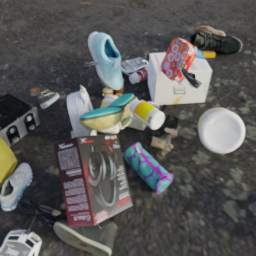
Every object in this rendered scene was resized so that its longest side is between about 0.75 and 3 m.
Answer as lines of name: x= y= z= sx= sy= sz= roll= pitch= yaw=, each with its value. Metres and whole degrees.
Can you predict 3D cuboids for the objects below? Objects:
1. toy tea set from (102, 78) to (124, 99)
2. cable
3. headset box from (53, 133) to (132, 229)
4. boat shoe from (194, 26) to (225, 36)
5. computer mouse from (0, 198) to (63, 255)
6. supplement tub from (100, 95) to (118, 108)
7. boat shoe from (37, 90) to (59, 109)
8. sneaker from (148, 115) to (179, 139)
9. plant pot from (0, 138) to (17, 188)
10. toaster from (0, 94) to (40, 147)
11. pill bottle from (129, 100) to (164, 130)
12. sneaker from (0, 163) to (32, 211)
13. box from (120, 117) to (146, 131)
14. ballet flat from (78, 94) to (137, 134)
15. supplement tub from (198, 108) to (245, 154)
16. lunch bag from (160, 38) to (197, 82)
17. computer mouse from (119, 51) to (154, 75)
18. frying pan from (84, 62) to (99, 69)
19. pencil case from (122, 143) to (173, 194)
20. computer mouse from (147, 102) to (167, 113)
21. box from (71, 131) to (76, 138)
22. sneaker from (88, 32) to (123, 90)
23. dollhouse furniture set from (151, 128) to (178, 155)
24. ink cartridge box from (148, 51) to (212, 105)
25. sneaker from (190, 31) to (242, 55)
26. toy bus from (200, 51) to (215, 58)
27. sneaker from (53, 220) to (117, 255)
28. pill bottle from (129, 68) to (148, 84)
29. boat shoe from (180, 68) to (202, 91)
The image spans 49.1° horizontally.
toy tea set: x=-0.622 y=-1.845 z=12.507 sx=0.952 sy=0.592 sz=1.600 roll=2 pitch=45 yaw=2
cable: x=-1.516 y=-0.313 z=9.365 sx=0.624 sy=1.803 sz=1.803 roll=-11 pitch=77 yaw=0
headset box: x=-0.880 y=1.451 z=7.670 sx=0.942 sy=2.440 sz=1.815 roll=-17 pitch=-8 yaw=31
boat shoe: x=4.605 y=-5.318 z=15.976 sx=1.783 sy=0.675 sz=0.640 roll=18 pitch=49 yaw=20
computer mouse: x=-2.897 y=3.245 z=7.398 sx=1.520 sy=0.608 sz=2.772 roll=18 pitch=43 yaw=5
supplement tub: x=-0.675 y=-0.634 z=10.460 sx=0.767 sy=0.767 sz=1.054 roll=13 pitch=79 yaw=12
boat shoe: x=-3.164 y=-1.239 z=11.093 sx=0.579 sy=0.521 sz=1.637 roll=-26 pitch=17 yaw=5
sneaker: x=1.360 y=-0.078 z=10.622 sx=1.347 sy=0.772 sz=0.515 roll=-21 pitch=47 yaw=-17
plant pot: x=-4.416 y=1.127 z=8.789 sx=1.448 sy=2.040 sz=2.040 roll=30 pitch=47 yaw=-8
toaster: x=-4.605 y=-0.304 z=10.572 sx=1.918 sy=1.138 sz=1.734 roll=26 pitch=50 yaw=24
pill bottle: x=0.495 y=-0.407 z=7.881 sx=0.548 sy=0.548 sz=1.004 roll=-31 pitch=49 yaw=-27
sneaker: x=-3.547 y=1.714 z=8.845 sx=0.631 sy=0.730 sz=1.684 roll=2 pitch=44 yaw=4
box: x=-0.005 y=-0.454 z=11.040 sx=1.577 sy=0.539 sz=0.648 roll=14 pitch=48 yaw=21
ballet flat: x=-0.451 y=-0.317 z=8.770 sx=1.029 sy=1.029 sz=2.910 roll=20 pitch=27 yaw=19
supplement tub: x=2.966 y=0.028 z=9.143 sx=1.331 sy=1.331 sz=1.830 roll=11 pitch=10 yaw=11
lunch bag: x=1.801 y=-2.356 z=9.895 sx=0.567 sy=1.385 sz=1.220 roll=5 pitch=35 yaw=-33
computer mouse: x=0.584 y=-3.053 z=13.808 sx=2.432 sy=0.534 sz=1.334 roll=-22 pitch=55 yaw=-27
frying pan: x=-1.261 y=-2.204 z=9.791 sx=0.545 sy=0.147 sz=0.901 roll=-12 pitch=10 yaw=-3
pencil case: x=0.626 y=1.277 z=9.192 sx=0.776 sy=0.843 sz=1.824 roll=-29 pitch=52 yaw=-25
computer mouse: x=0.979 y=-0.768 z=10.312 sx=0.873 sy=0.479 sz=0.192 roll=18 pitch=18 yaw=-29
box: x=-1.718 y=0.431 z=10.124 sx=0.136 sy=0.783 sz=0.431 roll=-40 pitch=44 yaw=16
sneaker: x=-0.697 y=-2.517 z=11.104 sx=1.050 sy=2.562 sz=0.947 roll=21 pitch=59 yaw=45
dollhouse furniture set: x=1.209 y=0.483 z=9.684 sx=0.528 sy=1.193 sz=0.618 roll=18 pitch=64 yaw=-7
ink cartridge box: x=2.088 y=-2.141 z=12.040 sx=2.292 sy=1.658 sz=1.687 roll=-4 pitch=45 yaw=-4
sneaker: x=4.412 y=-4.360 z=14.579 sx=2.737 sy=1.046 sz=1.568 roll=30 pitch=40 yaw=31
toy bus: x=4.141 y=-3.871 z=14.788 sx=0.806 sy=0.262 sz=0.316 roll=-2 pitch=46 yaw=-3
sneaker: x=-1.150 y=2.789 z=7.690 sx=1.689 sy=0.632 sz=0.897 roll=30 pitch=40 yaw=-7
pill bottle: x=0.527 y=-2.420 z=13.136 sx=0.911 sy=0.520 sz=0.520 roll=-27 pitch=51 yaw=-24
boat shoe: x=1.955 y=-1.581 z=8.722 sx=0.341 sy=0.321 sz=0.950 roll=9 pitch=41 yaw=-40
